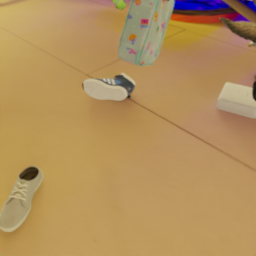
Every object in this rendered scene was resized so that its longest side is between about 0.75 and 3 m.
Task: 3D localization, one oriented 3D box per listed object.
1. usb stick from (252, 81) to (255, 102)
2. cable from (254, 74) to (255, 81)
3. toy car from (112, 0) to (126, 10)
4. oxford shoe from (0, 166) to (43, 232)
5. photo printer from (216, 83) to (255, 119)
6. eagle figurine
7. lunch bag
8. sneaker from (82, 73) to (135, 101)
[{"bbox_3d":[3.903,-1.222,5.657,0.462,2.835,0.786,37,55,-23],"label":"usb stick"},{"bbox_3d":[5.246,-1.940,11.217,0.637,0.330,1.311,31,50,31],"label":"cable"},{"bbox_3d":[-0.392,-3.295,6.751,0.953,1.013,0.226,56,22,1],"label":"toy car"},{"bbox_3d":[-2.668,1.663,6.955,0.690,0.530,1.836,9,44,6],"label":"oxford shoe"},{"bbox_3d":[4.078,-0.975,9.938,1.592,0.553,1.325,19,44,21],"label":"photo printer"},{"bbox_3d":[4.119,-2.739,8.039,1.961,2.599,1.972,-24,30,37],"label":"eagle figurine"},{"bbox_3d":[0.640,-3.097,8.606,0.897,2.327,1.867,26,21,18],"label":"lunch bag"},{"bbox_3d":[-0.645,-1.639,10.635,1.833,0.738,1.342,13,37,18],"label":"sneaker"}]
